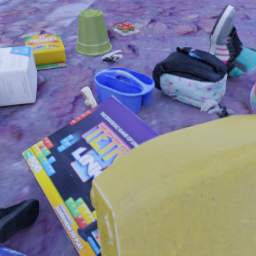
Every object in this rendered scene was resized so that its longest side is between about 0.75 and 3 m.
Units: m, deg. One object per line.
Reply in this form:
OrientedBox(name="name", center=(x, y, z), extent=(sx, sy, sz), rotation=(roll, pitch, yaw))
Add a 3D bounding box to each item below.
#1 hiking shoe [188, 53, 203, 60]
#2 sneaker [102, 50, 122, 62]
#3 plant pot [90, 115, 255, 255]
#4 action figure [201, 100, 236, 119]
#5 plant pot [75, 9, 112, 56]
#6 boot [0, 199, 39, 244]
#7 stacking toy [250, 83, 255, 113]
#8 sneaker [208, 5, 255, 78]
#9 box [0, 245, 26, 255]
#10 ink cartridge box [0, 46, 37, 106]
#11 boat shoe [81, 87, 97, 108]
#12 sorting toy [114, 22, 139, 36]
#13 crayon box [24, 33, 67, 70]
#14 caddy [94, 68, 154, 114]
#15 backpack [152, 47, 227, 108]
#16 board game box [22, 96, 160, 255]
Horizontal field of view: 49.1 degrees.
OrientedBox(name="hiking shoe", center=(2.641, -2.705, 10.973), extent=(0.400, 0.343, 0.923), rotation=(-25, 34, -18))
OrientedBox(name="sneaker", center=(-0.626, -2.716, 10.894), extent=(0.861, 0.342, 0.338), rotation=(-15, -1, 28))
OrientedBox(name="plant pot", center=(0.980, 1.222, 3.322), extent=(2.609, 2.550, 2.534), rotation=(-7, 2, -14))
OrientedBox(name="action figure", center=(1.889, 0.289, 5.712), extent=(2.527, 1.289, 1.502), rotation=(-24, 39, 19))
OrientedBox(name="plant pot", center=(-1.504, -4.054, 11.687), extent=(1.587, 1.507, 1.587), rotation=(-1, 38, 1))
OrientedBox(name="boot", center=(-2.324, 1.561, 5.094), extent=(0.952, 0.479, 1.274), rotation=(8, 6, 16))
OrientedBox(name="stacking toy", center=(2.630, -0.589, 4.810), extent=(1.068, 1.068, 2.501), rotation=(20, 11, 24))
OrientedBox(name="sneaker", center=(3.511, -2.571, 9.079), extent=(1.647, 2.727, 1.140), rotation=(29, 74, 20))
OrientedBox(name="box", center=(-1.852, 2.112, 4.537), extent=(1.060, 0.642, 0.172), rotation=(15, 65, 17))
OrientedBox(name="ink cartridge box", center=(-4.408, -1.602, 8.778), extent=(2.786, 1.196, 2.040), rotation=(-9, 36, -9))
OrientedBox(name="boat shoe", center=(-1.155, -0.804, 8.303), extent=(0.288, 0.307, 0.832), rotation=(-23, 83, -18))
OrientedBox(name="sorting toy", center=(-0.076, -4.832, 13.624), extent=(0.916, 0.319, 0.910), rotation=(-24, 44, -28))
OrientedBox(name="crayon box", center=(-3.312, -3.082, 11.205), extent=(1.448, 0.579, 2.281), rotation=(-12, 40, -15))
OrientedBox(name="caddy", center=(-0.126, -1.261, 8.552), extent=(1.917, 1.006, 1.355), rotation=(24, 45, 28))
OrientedBox(name="backpack", center=(1.988, -1.520, 8.629), extent=(2.068, 1.309, 1.726), rotation=(24, 55, 29))
OrientedBox(name="board game box", center=(-0.421, 0.860, 5.543), extent=(2.410, 0.827, 2.916), rotation=(-36, 48, -15))
